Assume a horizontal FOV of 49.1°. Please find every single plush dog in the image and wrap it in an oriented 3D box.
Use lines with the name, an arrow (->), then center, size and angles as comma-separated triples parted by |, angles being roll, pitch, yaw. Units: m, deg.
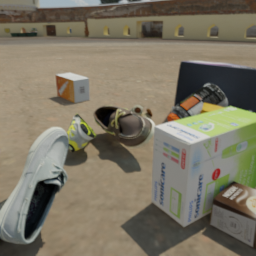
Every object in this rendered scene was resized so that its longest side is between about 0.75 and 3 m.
plush dog -> 0.349, -0.259, 9.274 | 0.890, 1.036, 0.832 | 14, 12, -22

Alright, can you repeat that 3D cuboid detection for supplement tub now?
supplement tub -> 2.237, -0.538, 9.149 | 1.793, 1.099, 1.099 | -35, 29, -7

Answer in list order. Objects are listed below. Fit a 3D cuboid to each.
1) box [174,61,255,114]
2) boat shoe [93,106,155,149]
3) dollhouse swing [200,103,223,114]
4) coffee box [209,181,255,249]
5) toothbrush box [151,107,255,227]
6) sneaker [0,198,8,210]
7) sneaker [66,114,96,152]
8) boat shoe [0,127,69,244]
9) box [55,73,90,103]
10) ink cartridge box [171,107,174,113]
box -> 3.553, -1.629, 10.999 | 2.915, 1.796, 2.891 | 10, 16, 16
boat shoe -> -0.226, -0.132, 8.233 | 0.831, 1.003, 2.791 | 35, -6, -27
dollhouse swing -> 2.259, 0.170, 7.747 | 1.111, 1.222, 1.074 | 21, 44, 39
coffee box -> 2.340, 1.625, 4.940 | 1.507, 0.601, 0.862 | 19, 28, 40
toothbrush box -> 1.709, 0.666, 5.844 | 2.385, 1.737, 1.027 | -13, 25, -31
sneaker -> -2.657, 1.792, 4.497 | 1.060, 0.610, 2.032 | 3, 23, 3
sneaker -> -1.551, 0.139, 8.434 | 0.824, 0.813, 2.156 | -44, 9, -2
boat shoe -> -1.423, 0.947, 4.839 | 0.753, 0.737, 2.114 | 3, 59, 31
box -> -2.697, -1.963, 13.530 | 0.847, 1.081, 1.738 | -17, 27, -37
ink cartridge box -> 2.215, -0.561, 10.839 | 0.705, 0.405, 0.972 | -8, 22, -23
